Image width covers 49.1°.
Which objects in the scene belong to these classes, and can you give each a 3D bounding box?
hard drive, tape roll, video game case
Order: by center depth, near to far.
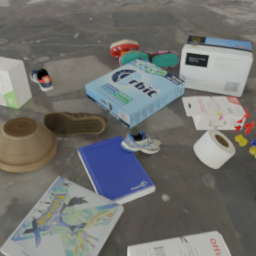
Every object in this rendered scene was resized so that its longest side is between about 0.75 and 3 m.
[{"bbox_3d":[-1.445,2.286,6.360,1.930,0.233,2.118,19,51,21],"label":"video game case"},{"bbox_3d":[-0.402,1.150,7.910,1.442,0.277,2.185,-16,42,-19],"label":"hard drive"},{"bbox_3d":[2.457,0.589,7.997,0.965,0.663,0.965,25,32,-17],"label":"tape roll"}]

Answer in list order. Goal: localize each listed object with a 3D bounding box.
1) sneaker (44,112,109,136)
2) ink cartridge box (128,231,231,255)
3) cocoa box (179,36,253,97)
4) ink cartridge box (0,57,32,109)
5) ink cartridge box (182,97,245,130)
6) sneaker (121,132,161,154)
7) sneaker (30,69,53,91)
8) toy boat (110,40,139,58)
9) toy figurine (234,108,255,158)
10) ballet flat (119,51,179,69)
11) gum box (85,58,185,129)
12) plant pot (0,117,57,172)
[{"bbox_3d":[-1.691,-0.154,9.316,2.179,0.767,0.823,7,13,14],"label":"sneaker"},{"bbox_3d":[1.044,2.934,5.345,1.925,0.797,1.410,-6,40,-8],"label":"ink cartridge box"},{"bbox_3d":[3.439,-2.536,11.224,2.521,1.682,1.655,11,38,13],"label":"cocoa box"},{"bbox_3d":[-5.169,-1.806,10.430,2.748,1.609,0.925,12,41,14],"label":"ink cartridge box"},{"bbox_3d":[2.851,-0.511,9.626,1.939,0.654,1.129,1,40,-2],"label":"ink cartridge box"},{"bbox_3d":[0.486,0.417,8.391,1.348,0.574,0.519,2,34,-31],"label":"sneaker"},{"bbox_3d":[-3.618,-2.205,11.622,0.638,0.719,1.702,-26,46,-28],"label":"sneaker"},{"bbox_3d":[-0.189,-3.494,13.077,0.955,0.957,1.464,-2,3,-40],"label":"toy boat"},{"bbox_3d":[4.524,0.305,8.282,1.408,1.240,2.351,-16,43,-27],"label":"toy figurine"},{"bbox_3d":[0.863,-3.027,12.579,2.842,0.982,1.011,-9,22,-17],"label":"ballet flat"},{"bbox_3d":[0.277,-1.464,10.586,2.878,0.641,2.445,-32,52,-29],"label":"gum box"},{"bbox_3d":[-3.113,0.304,8.280,1.950,0.900,1.950,7,38,-5],"label":"plant pot"}]
